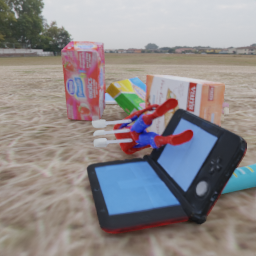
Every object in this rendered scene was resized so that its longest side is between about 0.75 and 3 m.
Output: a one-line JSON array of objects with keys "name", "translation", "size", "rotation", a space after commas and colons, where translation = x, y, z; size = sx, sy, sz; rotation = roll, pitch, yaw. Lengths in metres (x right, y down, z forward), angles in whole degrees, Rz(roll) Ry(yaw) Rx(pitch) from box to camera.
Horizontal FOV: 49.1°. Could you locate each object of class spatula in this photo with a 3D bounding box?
[{"name": "spatula", "translation": [-0.349, 0.107, 6.115], "size": [0.856, 0.595, 0.069], "rotation": [-5, -2, 6]}]

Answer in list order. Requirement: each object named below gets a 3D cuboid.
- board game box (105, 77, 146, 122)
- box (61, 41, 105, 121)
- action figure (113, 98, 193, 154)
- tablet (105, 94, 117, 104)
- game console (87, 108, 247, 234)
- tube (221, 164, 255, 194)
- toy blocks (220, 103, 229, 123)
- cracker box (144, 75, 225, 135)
[{"name": "board game box", "translation": [0.331, -1.113, 10.459], "size": [1.624, 0.428, 2.122], "rotation": [45, 30, 9]}, {"name": "box", "translation": [-1.478, -1.621, 9.717], "size": [1.192, 2.496, 1.244], "rotation": [4, 30, 4]}, {"name": "action figure", "translation": [0.594, -0.043, 6.092], "size": [1.415, 0.933, 2.858], "rotation": [-26, 2, -25]}, {"name": "tablet", "translation": [-0.928, -1.470, 13.915], "size": [1.633, 0.171, 2.509], "rotation": [-1, 15, -4]}, {"name": "game console", "translation": [0.424, 0.500, 4.766], "size": [1.372, 1.992, 2.312], "rotation": [26, 8, -20]}, {"name": "tube", "translation": [1.688, 0.969, 4.967], "size": [1.530, 0.385, 0.592], "rotation": [-10, 10, -12]}, {"name": "toy blocks", "translation": [2.462, -0.551, 8.564], "size": [0.915, 0.979, 0.824], "rotation": [5, 59, -4]}, {"name": "cracker box", "translation": [1.311, -0.455, 7.377], "size": [0.732, 1.699, 2.537], "rotation": [-4, 15, -25]}]
